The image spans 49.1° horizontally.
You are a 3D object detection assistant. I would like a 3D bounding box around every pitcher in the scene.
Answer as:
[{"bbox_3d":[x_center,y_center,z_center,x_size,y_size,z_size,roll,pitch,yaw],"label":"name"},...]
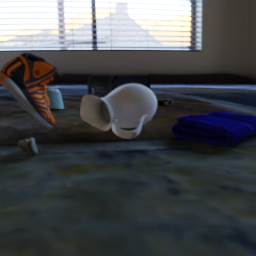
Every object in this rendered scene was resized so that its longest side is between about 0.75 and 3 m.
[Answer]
[{"bbox_3d":[0.028,-0.501,9.323,2.510,1.522,2.154,-18,47,-44],"label":"pitcher"}]

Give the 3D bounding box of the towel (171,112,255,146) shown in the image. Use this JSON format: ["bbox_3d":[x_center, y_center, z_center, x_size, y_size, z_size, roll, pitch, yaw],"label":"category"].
[{"bbox_3d":[2.824,-0.092,8.602,1.985,0.666,2.688,9,14,41],"label":"towel"}]

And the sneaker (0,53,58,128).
[{"bbox_3d":[-2.595,-1.129,8.474,1.029,2.653,1.486,33,72,28],"label":"sneaker"}]

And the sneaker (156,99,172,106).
[{"bbox_3d":[2.108,-1.454,16.653,1.096,0.393,0.454,-2,36,-6],"label":"sneaker"}]

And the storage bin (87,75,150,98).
[{"bbox_3d":[-0.289,-1.271,11.621,1.262,1.820,2.692,8,13,37],"label":"storage bin"}]

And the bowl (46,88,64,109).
[{"bbox_3d":[-4.334,-1.630,14.775,1.945,1.017,1.945,8,6,-1],"label":"bowl"}]

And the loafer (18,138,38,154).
[{"bbox_3d":[-2.390,0.459,6.657,0.372,0.401,1.068,-17,5,-22],"label":"loafer"}]
